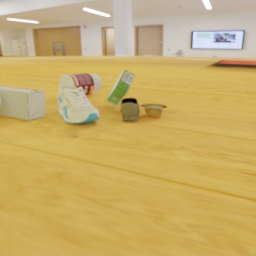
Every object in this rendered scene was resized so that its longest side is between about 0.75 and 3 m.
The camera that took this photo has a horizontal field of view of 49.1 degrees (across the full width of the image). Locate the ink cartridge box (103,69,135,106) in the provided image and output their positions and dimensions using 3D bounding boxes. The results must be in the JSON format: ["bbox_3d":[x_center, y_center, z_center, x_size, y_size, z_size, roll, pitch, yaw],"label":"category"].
[{"bbox_3d":[-0.423,-1.609,12.206,0.555,1.871,0.971,29,60,-10],"label":"ink cartridge box"}]

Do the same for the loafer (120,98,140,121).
[{"bbox_3d":[0.093,-0.862,11.095,0.831,0.737,2.186,-1,18,-4],"label":"loafer"}]

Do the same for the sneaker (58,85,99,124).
[{"bbox_3d":[-1.996,-0.913,10.587,1.100,1.162,2.877,-10,22,-32],"label":"sneaker"}]

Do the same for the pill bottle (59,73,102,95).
[{"bbox_3d":[-2.419,-2.224,14.478,1.144,1.144,2.004,16,22,40],"label":"pill bottle"}]

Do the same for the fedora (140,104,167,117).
[{"bbox_3d":[0.972,-0.664,10.779,1.108,0.452,1.108,2,-2,0],"label":"fedora"}]

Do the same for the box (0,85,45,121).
[{"bbox_3d":[-4.561,-1.044,11.109,2.652,1.089,0.907,11,17,27],"label":"box"}]
